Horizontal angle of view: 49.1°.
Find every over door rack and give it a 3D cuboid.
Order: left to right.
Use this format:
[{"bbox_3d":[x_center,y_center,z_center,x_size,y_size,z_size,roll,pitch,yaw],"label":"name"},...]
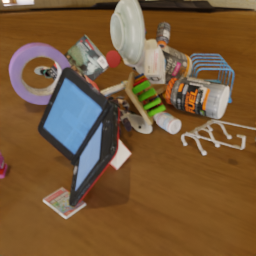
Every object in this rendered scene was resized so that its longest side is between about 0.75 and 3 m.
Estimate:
[{"bbox_3d":[3.132,0.295,9.131,1.681,0.758,2.276,-24,16,-36],"label":"over door rack"}]

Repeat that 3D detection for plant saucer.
[{"bbox_3d":[-0.141,-3.167,9.219,0.553,2.205,2.205,-13,32,-19],"label":"plant saucer"}]

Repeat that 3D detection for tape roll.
[{"bbox_3d":[-3.579,-2.212,11.479,2.367,2.367,1.006,-12,27,-20],"label":"tape roll"}]

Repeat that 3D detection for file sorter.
[{"bbox_3d":[3.832,-2.432,13.344,1.774,1.569,2.557,3,29,3],"label":"file sorter"}]

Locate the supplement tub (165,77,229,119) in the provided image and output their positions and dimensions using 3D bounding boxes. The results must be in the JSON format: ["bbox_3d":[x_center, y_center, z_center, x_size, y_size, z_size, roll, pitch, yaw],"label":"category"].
[{"bbox_3d":[2.796,-1.286,11.463,2.305,1.412,1.412,16,33,28],"label":"supplement tub"}]

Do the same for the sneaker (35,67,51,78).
[{"bbox_3d":[-4.635,-3.081,15.578,1.296,0.542,0.783,2,20,1],"label":"sneaker"}]

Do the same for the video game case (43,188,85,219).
[{"bbox_3d":[-1.628,1.894,7.131,0.908,0.079,0.649,23,34,32],"label":"video game case"}]

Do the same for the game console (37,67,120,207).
[{"bbox_3d":[-1.368,0.285,6.639,1.484,2.501,2.155,20,42,-19],"label":"game console"}]

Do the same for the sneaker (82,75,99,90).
[{"bbox_3d":[-1.374,-1.535,9.907,0.404,0.343,0.931,7,33,-50],"label":"sneaker"}]

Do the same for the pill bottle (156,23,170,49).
[{"bbox_3d":[1.405,-3.721,11.368,0.529,0.529,0.996,6,70,11],"label":"pill bottle"}]

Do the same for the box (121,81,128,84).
[{"bbox_3d":[0.383,-2.211,14.238,1.273,0.308,0.747,-14,33,-26],"label":"box"}]

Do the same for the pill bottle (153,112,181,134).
[{"bbox_3d":[1.427,-0.239,10.453,0.578,0.578,1.062,-17,33,-27],"label":"pill bottle"}]

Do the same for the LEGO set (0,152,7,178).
[{"bbox_3d":[-3.918,1.397,7.033,1.011,1.088,2.651,-6,30,-9],"label":"LEGO set"}]

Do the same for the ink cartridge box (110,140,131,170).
[{"bbox_3d":[-1.019,0.275,8.740,0.721,1.245,2.138,-48,45,-9],"label":"ink cartridge box"}]

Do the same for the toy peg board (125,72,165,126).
[{"bbox_3d":[0.722,-1.211,10.025,0.776,1.587,1.580,-25,26,22],"label":"toy peg board"}]

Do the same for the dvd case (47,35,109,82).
[{"bbox_3d":[-2.210,-2.666,12.540,2.407,1.757,0.265,-42,2,11],"label":"dvd case"}]

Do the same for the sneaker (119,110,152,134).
[{"bbox_3d":[0.320,-0.308,10.610,1.509,0.551,0.844,28,16,15],"label":"sneaker"}]

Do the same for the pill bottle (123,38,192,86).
[{"bbox_3d":[1.406,-3.148,13.362,2.999,1.745,1.745,16,21,-28],"label":"pill bottle"}]

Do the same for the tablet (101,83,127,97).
[{"bbox_3d":[-1.441,-0.950,10.166,2.985,0.204,1.943,-20,7,29],"label":"tablet"}]

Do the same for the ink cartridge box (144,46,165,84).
[{"bbox_3d":[0.993,-2.312,10.439,0.578,0.988,1.703,2,-5,15],"label":"ink cartridge box"}]

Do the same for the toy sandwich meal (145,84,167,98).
[{"bbox_3d":[0.986,-1.405,12.250,1.767,0.605,1.767,-18,21,7],"label":"toy sandwich meal"}]

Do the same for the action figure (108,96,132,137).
[{"bbox_3d":[-0.408,-0.461,8.842,1.031,0.550,1.585,-21,50,-2],"label":"action figure"}]

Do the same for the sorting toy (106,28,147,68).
[{"bbox_3d":[0.015,-3.368,11.768,0.755,2.177,0.750,56,30,10],"label":"sorting toy"}]

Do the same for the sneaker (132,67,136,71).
[{"bbox_3d":[0.425,-3.684,16.694,0.517,0.486,1.262,-18,33,-17],"label":"sneaker"}]
